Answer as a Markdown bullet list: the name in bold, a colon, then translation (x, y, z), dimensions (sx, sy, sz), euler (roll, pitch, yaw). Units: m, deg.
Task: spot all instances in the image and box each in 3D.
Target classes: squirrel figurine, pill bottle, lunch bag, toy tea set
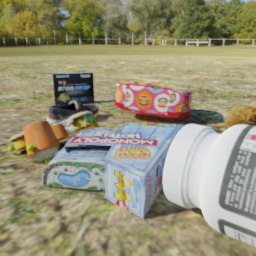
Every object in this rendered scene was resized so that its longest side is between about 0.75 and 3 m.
- **squirrel figurine**: translation (3.380, -0.194, 7.471), dimensions (1.492, 1.056, 1.392), euler (-15, -12, -14)
- **pill bottle**: translation (2.088, 0.880, 3.960), dimensions (2.938, 1.702, 1.702), euler (14, 23, 36)
- **lunch bag**: translation (1.018, -1.126, 10.568), dimensions (2.729, 1.118, 2.404), euler (12, 13, 16)
- **toy tea set**: translation (-1.689, 0.311, 7.526), dimensions (2.732, 1.011, 1.624), euler (-17, -5, -34)

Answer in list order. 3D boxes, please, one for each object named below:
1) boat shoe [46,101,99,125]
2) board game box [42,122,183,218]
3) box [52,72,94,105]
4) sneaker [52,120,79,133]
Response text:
- **boat shoe**: translation (-1.895, -0.620, 9.988), dimensions (2.152, 0.697, 0.774), euler (-16, 37, -42)
- **board game box**: translation (-0.229, 0.659, 5.974), dimensions (2.845, 0.877, 2.843), euler (3, 17, 8)
- **box**: translation (-2.451, -1.779, 12.652), dimensions (1.777, 1.413, 0.409), euler (-4, 18, -13)
- **sneaker**: translation (-1.919, -0.057, 9.002), dimensions (1.066, 0.377, 0.389), euler (-8, 20, -23)
